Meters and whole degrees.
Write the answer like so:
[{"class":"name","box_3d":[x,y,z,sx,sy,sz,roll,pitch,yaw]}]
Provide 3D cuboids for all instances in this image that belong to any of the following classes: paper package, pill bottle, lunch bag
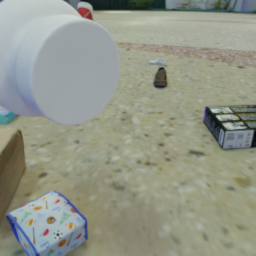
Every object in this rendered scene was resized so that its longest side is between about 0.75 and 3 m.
[{"class":"paper package","box_3d":[-3.791,1.078,5.974,2.516,1.302,2.398,-1,28,-3]},{"class":"pill bottle","box_3d":[-1.413,-1.036,3.890,1.579,1.579,2.638,-24,38,-37]},{"class":"lunch bag","box_3d":[-1.513,1.798,5.208,1.059,0.772,1.246,-25,45,-38]}]

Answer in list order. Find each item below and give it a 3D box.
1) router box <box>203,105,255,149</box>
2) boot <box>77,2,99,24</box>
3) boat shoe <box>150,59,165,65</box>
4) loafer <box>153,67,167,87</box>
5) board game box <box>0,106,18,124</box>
[{"class":"router box","box_3d":[3.887,-0.111,8.914,2.480,0.633,1.849,-2,28,-4]},{"class":"boot","box_3d":[-1.191,-2.618,7.872,0.530,1.056,1.465,8,-9,7]},{"class":"boat shoe","box_3d":[1.753,-3.877,16.365,0.930,0.311,0.342,9,29,16]},{"class":"loafer","box_3d":[1.518,-2.456,13.327,0.664,0.645,1.817,1,28,2]},{"class":"board game box","box_3d":[-4.555,-0.692,10.306,1.217,0.360,1.600,7,29,12]}]
